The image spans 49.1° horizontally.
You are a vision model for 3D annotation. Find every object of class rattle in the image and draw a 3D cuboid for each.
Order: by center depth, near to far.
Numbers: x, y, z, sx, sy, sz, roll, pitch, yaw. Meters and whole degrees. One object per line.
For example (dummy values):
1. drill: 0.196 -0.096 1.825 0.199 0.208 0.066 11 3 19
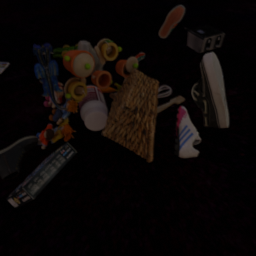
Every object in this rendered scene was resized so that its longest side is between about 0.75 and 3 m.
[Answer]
1. rattle: -0.225 -1.908 9.562 1.230 1.722 1.121 27 38 19

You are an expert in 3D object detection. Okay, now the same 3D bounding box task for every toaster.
1. toaster: 3.558 -4.228 13.207 1.280 0.840 1.415 -20 45 -21

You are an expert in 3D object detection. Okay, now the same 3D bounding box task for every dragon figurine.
1. dragon figurine: -1.970 -1.292 6.878 0.556 0.939 1.889 -14 55 -12

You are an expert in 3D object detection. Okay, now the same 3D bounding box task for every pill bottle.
1. pill bottle: -1.118 -0.635 8.921 0.855 0.855 1.560 -8 37 -9

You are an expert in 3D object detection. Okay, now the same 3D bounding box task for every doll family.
1. doll family: -1.953 -0.301 8.151 0.920 1.267 2.041 18 69 -31

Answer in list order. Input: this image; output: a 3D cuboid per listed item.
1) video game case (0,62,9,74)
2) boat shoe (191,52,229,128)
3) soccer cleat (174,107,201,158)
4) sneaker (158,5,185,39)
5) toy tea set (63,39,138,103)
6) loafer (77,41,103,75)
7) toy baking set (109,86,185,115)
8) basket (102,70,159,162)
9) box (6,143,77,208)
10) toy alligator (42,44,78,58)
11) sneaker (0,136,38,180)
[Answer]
1. video game case: -5.514 -2.543 11.870 0.613 0.077 0.856 5 42 6
2. boat shoe: 2.269 -0.892 7.930 0.862 2.708 0.957 -4 49 24
3. soccer cleat: 1.522 0.114 7.158 0.643 0.520 1.490 4 58 6
4. sneaker: 1.670 -4.100 10.647 0.513 1.439 0.575 35 47 -8
5. toy tea set: -0.693 -1.685 8.010 2.533 1.506 0.937 -29 38 -28
6. loafer: -1.334 -2.511 10.200 0.909 0.910 2.604 0 0 -4
7. toy baking set: 0.646 -1.102 10.036 2.564 0.298 1.968 16 44 17
8. basket: 0.471 -0.481 7.932 1.641 1.573 2.203 31 35 -12
9. box: -2.106 1.150 6.826 0.367 1.269 1.597 48 46 -10
10. toy alligator: -2.795 -3.315 12.464 2.074 0.498 0.687 -6 42 1
11. sneaker: -2.933 0.821 7.592 1.409 0.527 0.748 -34 71 -31
